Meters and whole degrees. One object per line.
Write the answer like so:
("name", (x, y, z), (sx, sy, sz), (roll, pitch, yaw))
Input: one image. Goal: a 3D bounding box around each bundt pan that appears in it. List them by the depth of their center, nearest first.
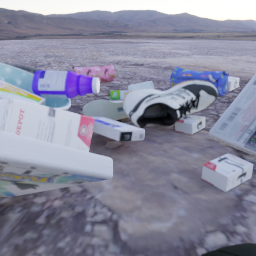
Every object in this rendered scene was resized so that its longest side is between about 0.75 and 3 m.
("bundt pan", (-3.165, -1.404, 9.468), (2.664, 1.000, 2.664), (12, 3, -1))

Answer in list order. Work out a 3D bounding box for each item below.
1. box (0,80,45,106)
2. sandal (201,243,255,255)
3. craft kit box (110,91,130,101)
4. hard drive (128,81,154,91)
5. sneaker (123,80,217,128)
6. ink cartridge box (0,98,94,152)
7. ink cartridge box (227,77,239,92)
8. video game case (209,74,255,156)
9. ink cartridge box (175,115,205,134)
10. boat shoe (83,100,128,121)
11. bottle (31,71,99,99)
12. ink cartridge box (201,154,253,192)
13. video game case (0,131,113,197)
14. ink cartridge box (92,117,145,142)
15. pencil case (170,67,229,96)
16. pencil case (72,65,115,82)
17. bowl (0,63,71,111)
("box", (-2.932, -0.495, 6.931), (1.505, 0.846, 0.763), (22, 38, 7))
("sandal", (0.845, 1.848, 2.736), (2.840, 0.810, 1.128), (-16, 1, 6))
("craft kit box", (0.203, -1.069, 9.926), (1.557, 0.382, 1.577), (3, 0, 1))
("hard drive", (0.528, -1.437, 10.974), (0.971, 0.640, 0.130), (-11, -6, 0))
("sneaker", (1.358, -0.553, 8.086), (2.902, 1.098, 1.272), (-11, 37, -9))
("ink cartridge box", (-1.624, 0.234, 5.281), (1.713, 1.247, 0.726), (14, -5, -41))
("ink cartridge box", (4.650, -2.111, 13.117), (0.801, 0.461, 1.383), (16, 27, 35))
("video game case", (3.775, -0.452, 6.842), (2.785, 0.325, 2.532), (-49, 36, -10))
("ink cartridge box", (1.820, -0.114, 8.189), (0.568, 0.323, 0.779), (11, 24, 41))
("boat shoe", (-0.521, -0.509, 8.888), (2.015, 0.703, 0.718), (-7, -6, -28))
("bottle", (-1.597, -1.118, 7.251), (1.679, 0.701, 0.548), (2, -21, 5))
("ink cartridge box", (2.013, 0.881, 5.682), (0.838, 0.351, 0.604), (-15, 26, -33))
("video game case", (-2.098, 0.495, 3.414), (2.626, 0.317, 2.880), (-18, -25, 37))
("ink cartridge box", (-0.461, -0.005, 7.225), (0.826, 0.323, 1.743), (-1, 15, -42))
("pencil case", (3.049, -2.060, 12.201), (2.561, 0.999, 1.112), (16, 3, 37))
("pencil case", (-1.727, -2.726, 14.157), (2.136, 0.924, 0.884), (-8, -21, -20))
("bowl", (-3.002, -0.503, 6.962), (2.817, 1.473, 2.817), (24, 17, -8))
